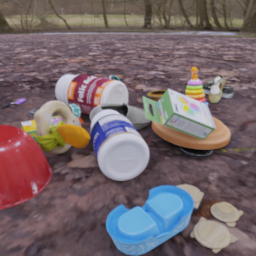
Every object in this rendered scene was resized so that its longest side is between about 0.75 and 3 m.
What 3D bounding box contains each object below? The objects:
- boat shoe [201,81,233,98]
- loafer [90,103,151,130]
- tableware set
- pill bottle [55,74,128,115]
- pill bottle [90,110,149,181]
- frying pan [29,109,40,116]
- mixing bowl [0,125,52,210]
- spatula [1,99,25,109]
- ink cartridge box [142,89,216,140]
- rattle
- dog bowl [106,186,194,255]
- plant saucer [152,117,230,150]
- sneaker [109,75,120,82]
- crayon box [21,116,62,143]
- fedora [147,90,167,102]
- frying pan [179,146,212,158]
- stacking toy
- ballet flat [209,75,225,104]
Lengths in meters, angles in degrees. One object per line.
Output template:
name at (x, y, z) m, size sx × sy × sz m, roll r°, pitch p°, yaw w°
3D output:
boat shoe at (4.403, -2.080, 14.412) m, size 2.068 × 0.658 × 0.731 m, roll 18°, pitch 30°, yaw 35°
loafer at (-0.116, -0.436, 9.977) m, size 2.512 × 0.876 × 0.878 m, roll -2°, pitch 61°, yaw -35°
tableware set at (1.548, 1.897, 6.176) m, size 1.876 × 0.218 × 1.567 m, roll 18°, pitch 30°, yaw 35°
pill bottle at (-1.562, -1.347, 11.616) m, size 2.822 × 1.611 × 1.611 m, roll 16°, pitch 29°, yaw 32°
pill bottle at (-0.371, 0.371, 8.148) m, size 1.362 × 1.362 × 2.353 m, roll -6°, pitch 24°, yaw -13°
frying pan at (-3.835, -0.600, 11.783) m, size 0.650 × 0.175 × 1.075 m, roll -11°, pitch 23°, yaw -21°
mixing bowl at (-3.346, 0.794, 7.222) m, size 2.548 × 1.380 × 2.548 m, roll 0°, pitch 25°, yaw 0°
spatula at (-5.335, -1.114, 12.933) m, size 0.350 × 0.127 × 1.238 m, roll 14°, pitch 28°, yaw 32°
ink cartridge box at (1.499, -0.474, 8.287) m, size 2.065 × 0.612 × 1.072 m, roll 19°, pitch 40°, yaw -21°
rattle at (-1.548, -0.207, 8.860) m, size 1.871 × 1.705 × 2.619 m, roll -23°, pitch -2°, yaw 26°
dog bowl at (0.476, 1.867, 5.711) m, size 1.903 × 0.472 × 1.061 m, roll -20°, pitch 30°, yaw -27°
plant saucer at (2.170, -0.072, 9.699) m, size 2.680 × 0.433 × 2.680 m, roll 5°, pitch 25°, yaw -2°
sneaker at (-0.469, -2.003, 12.219) m, size 0.301 × 0.777 × 0.354 m, roll -57°, pitch 17°, yaw -21°
crayon box at (-2.899, 0.034, 9.966) m, size 1.600 × 0.466 × 0.950 m, roll -12°, pitch 27°, yaw -24°
fedora at (1.501, -1.423, 13.149) m, size 1.250 × 0.510 × 1.250 m, roll -5°, pitch 21°, yaw 2°
frying pan at (1.910, 0.541, 9.020) m, size 1.026 × 0.276 × 1.697 m, roll -11°, pitch 27°, yaw -32°
stacking toy at (2.913, -1.782, 12.348) m, size 0.983 × 1.791 × 1.039 m, roll -15°, pitch 21°, yaw -29°
ballet flat at (4.242, -1.926, 13.447) m, size 0.632 × 0.632 × 1.788 m, roll 12°, pitch 51°, yaw 25°
